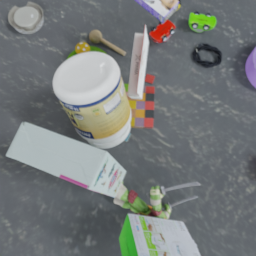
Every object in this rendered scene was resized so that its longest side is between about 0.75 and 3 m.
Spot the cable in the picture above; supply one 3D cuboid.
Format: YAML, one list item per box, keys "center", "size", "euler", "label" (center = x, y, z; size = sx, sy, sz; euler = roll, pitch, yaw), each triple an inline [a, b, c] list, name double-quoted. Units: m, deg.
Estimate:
- center: [3.278, -2.952, 11.541]
  size: [1.212, 0.308, 0.989]
  euler: [35, 74, 11]
  label: "cable"

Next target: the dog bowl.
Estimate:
- center: [-4.354, -4.705, 12.088]
  size: [1.478, 0.434, 1.478]
  euler: [0, 71, 0]
  label: "dog bowl"

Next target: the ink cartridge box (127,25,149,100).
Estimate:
- center: [0.274, -1.860, 8.285]
  size: [0.411, 1.638, 1.887]
  euler: [7, 91, 8]
  label: "ink cartridge box"

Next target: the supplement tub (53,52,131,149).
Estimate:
- center: [-0.915, -0.706, 8.251]
  size: [1.843, 2.553, 1.843]
  euler: [-7, 52, 9]
  label: "supplement tub"

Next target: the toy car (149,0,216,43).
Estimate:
- center: [2.371, -4.537, 11.938]
  size: [2.622, 0.621, 2.786]
  euler: [11, 72, 4]
  label: "toy car"

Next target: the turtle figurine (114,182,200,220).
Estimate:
- center: [0.834, 2.279, 8.934]
  size: [2.447, 1.816, 2.524]
  euler: [25, 96, 21]
  label: "turtle figurine"

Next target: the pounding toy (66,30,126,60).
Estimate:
- center: [-1.468, -2.859, 11.068]
  size: [1.879, 1.130, 2.434]
  euler: [35, 75, 11]
  label: "pounding toy"

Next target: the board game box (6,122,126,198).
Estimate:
- center: [-1.400, 0.983, 7.506]
  size: [2.187, 2.965, 0.953]
  euler: [19, 78, 14]
  label: "board game box"

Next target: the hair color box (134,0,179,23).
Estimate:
- center: [0.833, -3.811, 8.393]
  size: [1.233, 0.400, 0.674]
  euler: [42, 87, 10]
  label: "hair color box"

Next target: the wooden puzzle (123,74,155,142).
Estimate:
- center: [0.128, -0.894, 10.866]
  size: [1.765, 0.209, 2.976]
  euler: [3, 71, 1]
  label: "wooden puzzle"

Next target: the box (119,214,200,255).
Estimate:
- center: [0.801, 3.140, 6.890]
  size: [1.685, 1.910, 0.923]
  euler: [13, 108, -16]
  label: "box"

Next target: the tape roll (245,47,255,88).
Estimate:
- center: [5.977, -2.433, 11.113]
  size: [2.353, 0.772, 2.353]
  euler: [0, 70, -1]
  label: "tape roll"
